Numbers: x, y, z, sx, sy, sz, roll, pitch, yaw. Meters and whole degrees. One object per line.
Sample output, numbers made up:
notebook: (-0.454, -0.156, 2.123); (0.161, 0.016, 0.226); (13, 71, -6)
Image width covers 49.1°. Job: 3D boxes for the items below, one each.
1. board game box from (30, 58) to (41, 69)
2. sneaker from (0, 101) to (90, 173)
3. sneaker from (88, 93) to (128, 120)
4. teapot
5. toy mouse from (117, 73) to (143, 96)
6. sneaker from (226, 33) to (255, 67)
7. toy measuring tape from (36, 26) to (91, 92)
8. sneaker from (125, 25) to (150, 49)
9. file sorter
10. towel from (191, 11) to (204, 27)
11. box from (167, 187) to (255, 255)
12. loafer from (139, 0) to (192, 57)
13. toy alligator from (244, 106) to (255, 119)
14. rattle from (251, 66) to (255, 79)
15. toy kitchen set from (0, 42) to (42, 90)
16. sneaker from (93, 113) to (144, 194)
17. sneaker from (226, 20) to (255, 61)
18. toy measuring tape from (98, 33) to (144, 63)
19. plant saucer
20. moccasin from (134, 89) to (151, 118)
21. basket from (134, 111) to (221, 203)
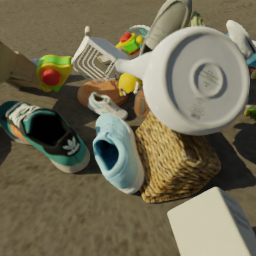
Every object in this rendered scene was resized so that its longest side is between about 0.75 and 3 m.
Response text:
board game box: (-3.089, -2.091, 9.259); (0.794, 0.245, 0.795); (-14, 2, -35)
sneaker: (-2.165, -0.113, 6.628); (2.983, 1.192, 1.065); (27, 61, 26)
sneaker: (-0.563, -0.577, 7.894); (1.198, 0.484, 0.458); (24, 50, 2)
teapot: (1.238, -0.863, 5.763); (2.188, 2.216, 1.619); (-27, 7, -15)
toy mouse: (0.713, -1.751, 8.130); (2.516, 0.548, 2.831); (-33, 10, -11)
sneaker: (4.626, -3.032, 10.855); (0.892, 0.845, 2.208); (-11, 46, -27)
toy measuring tape: (-1.829, -1.808, 7.360); (0.862, 2.342, 0.862); (25, 40, -23)
sneaker: (0.742, -3.497, 11.342); (2.295, 0.890, 1.047); (21, 47, 26)
file sorter: (-0.817, -2.066, 8.700); (1.112, 0.998, 1.603); (38, 22, 4)
towel: (2.293, -2.231, 8.572); (0.408, 1.658, 2.235); (-15, 78, 14)
box: (1.492, 2.209, 3.583); (0.911, 1.094, 2.663); (-34, 47, 20)
loafer: (1.065, -2.751, 8.798); (1.033, 2.953, 1.031); (27, 52, -1)
toy alligator: (3.487, -0.422, 7.903); (0.385, 0.279, 1.160); (3, 13, 16)
rattle: (4.594, -1.862, 9.776); (0.540, 0.492, 0.756); (21, 17, 9)
toy kitchen set: (-4.082, -1.048, 7.985); (2.058, 2.522, 2.276); (7, 81, 13)
sneaker: (-0.378, 0.297, 6.331); (0.898, 0.995, 2.428); (-39, 42, 8)
sneaker: (2.278, -1.770, 5.764); (0.399, 0.992, 0.379); (-39, 29, 20)
toy measuring tape: (-0.222, -2.873, 9.998); (2.059, 0.757, 0.757); (-10, 26, 42)
plant saucer: (-0.802, -1.148, 8.898); (1.604, 0.259, 1.604); (1, 39, -1)
moccasin: (1.291, -1.111, 8.018); (1.148, 1.088, 2.975); (18, 29, 22)
basket: (0.997, 0.658, 6.412); (1.374, 1.435, 1.926); (19, 29, -30)
